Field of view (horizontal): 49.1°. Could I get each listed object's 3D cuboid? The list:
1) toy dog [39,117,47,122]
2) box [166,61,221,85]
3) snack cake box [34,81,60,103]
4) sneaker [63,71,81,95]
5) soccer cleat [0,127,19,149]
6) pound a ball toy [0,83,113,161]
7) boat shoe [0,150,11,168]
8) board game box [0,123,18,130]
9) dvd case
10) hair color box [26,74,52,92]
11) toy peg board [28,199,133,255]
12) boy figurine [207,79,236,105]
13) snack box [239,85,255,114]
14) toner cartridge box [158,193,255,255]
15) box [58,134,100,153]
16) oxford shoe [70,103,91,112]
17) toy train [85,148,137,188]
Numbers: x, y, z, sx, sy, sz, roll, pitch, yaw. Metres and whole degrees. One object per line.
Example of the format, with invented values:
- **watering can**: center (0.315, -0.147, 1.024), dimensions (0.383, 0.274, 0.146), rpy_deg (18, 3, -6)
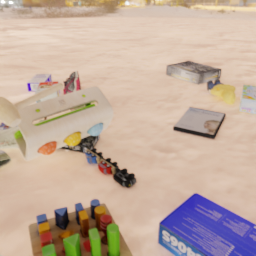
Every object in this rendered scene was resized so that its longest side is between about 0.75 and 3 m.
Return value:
- **toy dog**: center (-2.918, -0.094, 9.084), dimensions (0.652, 0.476, 0.989), rpy_deg (19, 25, 5)
- **box**: center (3.447, -2.967, 14.848), dimensions (1.806, 0.551, 2.281), rpy_deg (-20, 33, -34)
- **snack cake box**: center (-3.434, -1.515, 12.016), dimensions (0.902, 0.527, 1.568), rpy_deg (-6, 27, -7)
- **sneaker**: center (-2.567, -2.039, 12.732), dimensions (0.771, 0.832, 2.064), rpy_deg (-7, 28, -9)
- **soccer cleat**: center (-3.638, 0.346, 8.160), dimensions (1.990, 0.690, 0.772), rpy_deg (-1, 15, 14)
- **pound a ball toy**: center (-1.773, -0.173, 7.281), dimensions (2.952, 1.925, 1.254), rpy_deg (-23, 71, -32)
- **boat shoe**: center (-3.611, 0.973, 7.186), dimensions (0.394, 0.458, 1.271), rpy_deg (25, 38, 22)
- **board game box**: center (-3.976, 0.041, 9.351), dimensions (0.606, 0.154, 0.895), rpy_deg (-6, 27, -12)
- **dvd case**: center (2.554, -0.222, 9.856), dimensions (1.394, 0.171, 1.954), rpy_deg (13, 29, 24)
- **hair color box**: center (-4.211, -2.172, 13.390), dimensions (0.798, 0.473, 1.460), rpy_deg (-1, 29, 1)
- **toy peg board**: center (-0.920, 1.873, 5.034), dimensions (1.605, 0.785, 1.599), rpy_deg (-11, 29, -21)
- **boy figurine**: center (4.127, -1.591, 12.078), dimensions (1.149, 0.596, 1.849), rpy_deg (-11, 30, -8)
- **snack box**: center (5.272, -1.103, 11.098), dimensions (1.527, 0.613, 1.811), rpy_deg (12, 28, 20)
- **toner cartridge box**: center (1.875, 2.154, 4.722), dimensions (1.227, 0.558, 2.583), rpy_deg (-25, 36, -38)
- **box**: center (-1.567, 0.337, 8.514), dimensions (1.197, 0.261, 0.959), rpy_deg (9, 30, 8)
- **oxford shoe**: center (-1.723, -0.977, 10.990), dimensions (0.635, 0.609, 1.722), rpy_deg (11, 36, 3)
- **toy train**: center (-0.542, 1.021, 7.274), dimensions (0.436, 0.324, 1.902), rpy_deg (-33, 41, -29)
